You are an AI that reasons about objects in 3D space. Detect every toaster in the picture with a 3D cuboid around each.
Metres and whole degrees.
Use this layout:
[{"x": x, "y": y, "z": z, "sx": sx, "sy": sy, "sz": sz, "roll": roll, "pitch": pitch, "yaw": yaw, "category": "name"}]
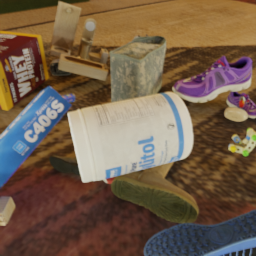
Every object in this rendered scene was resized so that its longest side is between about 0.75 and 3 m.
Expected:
[{"x": -2.802, "y": -2.608, "z": 11.920, "sx": 1.050, "sy": 0.597, "sz": 0.678, "roll": -4, "pitch": 33, "yaw": -4, "category": "toaster"}]

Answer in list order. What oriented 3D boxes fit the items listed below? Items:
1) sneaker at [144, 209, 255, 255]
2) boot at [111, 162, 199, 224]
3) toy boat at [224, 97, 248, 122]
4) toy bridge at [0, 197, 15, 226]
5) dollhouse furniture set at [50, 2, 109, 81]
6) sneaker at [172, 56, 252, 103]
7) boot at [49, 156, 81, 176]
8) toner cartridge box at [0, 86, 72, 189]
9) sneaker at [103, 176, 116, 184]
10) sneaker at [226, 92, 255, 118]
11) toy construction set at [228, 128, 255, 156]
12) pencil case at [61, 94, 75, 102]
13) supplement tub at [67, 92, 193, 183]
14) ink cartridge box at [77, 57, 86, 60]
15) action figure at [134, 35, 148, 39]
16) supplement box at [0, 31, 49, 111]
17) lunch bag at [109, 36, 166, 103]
[{"x": 1.577, "y": 2.191, "z": 4.863, "sx": 2.503, "sy": 0.975, "sz": 0.878, "roll": -15, "pitch": 20, "yaw": 10, "category": "sneaker"}, {"x": 0.935, "y": 0.955, "z": 6.802, "sx": 2.061, "sy": 0.778, "sz": 2.353, "roll": 21, "pitch": 36, "yaw": 16, "category": "boot"}, {"x": 3.477, "y": -0.578, "z": 8.847, "sx": 0.716, "sy": 0.852, "sz": 0.396, "roll": 19, "pitch": 52, "yaw": 10, "category": "toy boat"}, {"x": -3.969, "y": 1.835, "z": 5.861, "sx": 2.855, "sy": 0.389, "sz": 0.960, "roll": 3, "pitch": 38, "yaw": 2, "category": "toy bridge"}, {"x": -1.848, "y": -3.499, "z": 11.205, "sx": 2.327, "sy": 1.993, "sz": 2.446, "roll": 11, "pitch": 29, "yaw": -17, "category": "dollhouse furniture set"}, {"x": 2.822, "y": -1.762, "z": 9.430, "sx": 2.896, "sy": 1.208, "sz": 1.168, "roll": -18, "pitch": 42, "yaw": -12, "category": "sneaker"}, {"x": -1.414, "y": 0.868, "z": 7.343, "sx": 1.124, "sy": 0.381, "sz": 0.734, "roll": 14, "pitch": 28, "yaw": 15, "category": "boot"}, {"x": -2.526, "y": 0.437, "z": 5.989, "sx": 2.955, "sy": 0.638, "sz": 1.404, "roll": -52, "pitch": 19, "yaw": -15, "category": "toner cartridge box"}, {"x": -0.703, "y": 0.556, "z": 7.241, "sx": 0.740, "sy": 0.781, "sz": 1.902, "roll": 3, "pitch": 55, "yaw": -38, "category": "sneaker"}, {"x": 3.923, "y": -0.811, "z": 9.377, "sx": 0.596, "sy": 0.617, "sz": 1.479, "roll": -20, "pitch": 41, "yaw": -27, "category": "sneaker"}, {"x": 3.131, "y": 0.525, "z": 6.645, "sx": 1.375, "sy": 0.902, "sz": 0.633, "roll": 33, "pitch": 22, "yaw": -21, "category": "toy construction set"}, {"x": -2.061, "y": -0.941, "z": 9.284, "sx": 0.328, "sy": 0.295, "sz": 0.756, "roll": 12, "pitch": 21, "yaw": 27, "category": "pencil case"}, {"x": 0.021, "y": 0.171, "z": 6.066, "sx": 2.379, "sy": 1.569, "sz": 1.569, "roll": -13, "pitch": 37, "yaw": -12, "category": "supplement tub"}, {"x": -2.220, "y": -2.988, "z": 12.689, "sx": 0.501, "sy": 0.291, "sz": 0.861, "roll": -25, "pitch": 42, "yaw": -36, "category": "ink cartridge box"}, {"x": 0.610, "y": -3.109, "z": 11.611, "sx": 2.126, "sy": 1.263, "sz": 1.085, "roll": -35, "pitch": 1, "yaw": 5, "category": "action figure"}, {"x": -4.924, "y": -2.260, "z": 10.368, "sx": 2.679, "sy": 1.803, "sz": 2.716, "roll": 11, "pitch": 37, "yaw": 14, "category": "supplement box"}, {"x": 0.487, "y": -2.023, "z": 9.912, "sx": 1.402, "sy": 1.956, "sz": 2.385, "roll": 21, "pitch": 41, "yaw": 27, "category": "lunch bag"}]
